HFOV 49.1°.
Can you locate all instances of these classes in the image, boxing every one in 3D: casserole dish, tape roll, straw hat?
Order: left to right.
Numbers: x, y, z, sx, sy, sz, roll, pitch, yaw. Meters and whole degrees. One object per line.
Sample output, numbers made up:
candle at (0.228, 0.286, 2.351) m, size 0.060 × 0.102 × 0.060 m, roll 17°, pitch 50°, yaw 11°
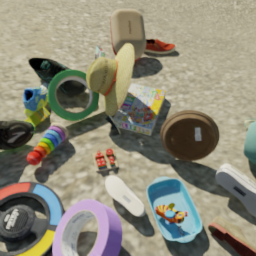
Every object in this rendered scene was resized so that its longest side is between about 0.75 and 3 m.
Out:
tape roll at (-2.113, -1.252, 10.851) m, size 1.955 × 0.470 × 1.955 m, roll 2°, pitch 85°, yaw -19°
tape roll at (-1.070, 2.849, 7.241) m, size 1.870 × 0.614 × 1.870 m, roll -22°, pitch 48°, yaw 28°
straw hat at (-0.913, -1.945, 10.519) m, size 1.203 × 2.842 × 2.842 m, roll 13°, pitch 44°, yaw -24°
casserole dish at (1.322, 2.444, 8.376) m, size 1.276 × 0.409 × 2.107 m, roll -12°, pitch 50°, yaw -11°

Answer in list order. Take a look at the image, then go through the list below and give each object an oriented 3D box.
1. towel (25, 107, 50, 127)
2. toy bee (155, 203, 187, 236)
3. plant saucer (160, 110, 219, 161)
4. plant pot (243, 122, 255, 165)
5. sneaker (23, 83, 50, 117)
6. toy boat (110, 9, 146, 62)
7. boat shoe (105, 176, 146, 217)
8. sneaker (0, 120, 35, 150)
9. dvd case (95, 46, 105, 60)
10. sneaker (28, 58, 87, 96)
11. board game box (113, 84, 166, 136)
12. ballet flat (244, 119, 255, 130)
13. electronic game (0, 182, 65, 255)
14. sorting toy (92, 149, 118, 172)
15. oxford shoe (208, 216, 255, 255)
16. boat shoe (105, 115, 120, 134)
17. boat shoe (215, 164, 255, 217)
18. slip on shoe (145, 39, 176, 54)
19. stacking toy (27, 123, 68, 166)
towel at (-3.588, -0.306, 10.769) m, size 1.162 × 0.105 × 0.500 m, roll -41°, pitch 72°, yaw -16°
toy bee at (1.345, 2.542, 7.965) m, size 0.635 × 0.764 × 1.168 m, roll -20°, pitch 49°, yaw -29°
plant saucer at (2.017, 0.336, 9.243) m, size 1.939 × 1.939 × 0.286 m, roll 8°, pitch 29°, yaw 7°
plant pot at (4.704, 0.540, 9.227) m, size 1.476 × 1.839 × 1.839 m, roll 14°, pitch 48°, yaw 32°
sneaker at (-3.646, -1.381, 11.339) m, size 0.757 × 1.050 × 1.998 m, roll 6°, pitch 49°, yaw 6°
toy boat at (-0.083, -4.374, 13.703) m, size 1.648 × 1.651 × 2.525 m, roll -3°, pitch 80°, yaw -11°
boat shoe at (-0.059, 2.096, 8.589) m, size 1.598 × 0.548 × 0.575 m, roll 33°, pitch 77°, yaw 27°
sneaker at (-4.682, 0.227, 9.438) m, size 2.955 × 1.238 × 1.134 m, roll -3°, pitch 87°, yaw -19°
dvd case at (-1.244, -2.813, 12.053) m, size 0.178 × 1.180 × 1.616 m, roll 1°, pitch 25°, yaw -17°
sneaker at (-3.008, -2.210, 11.852) m, size 2.944 × 1.167 × 1.110 m, roll 22°, pitch 81°, yaw 22°
board game box at (0.502, -0.803, 11.261) m, size 1.531 × 0.390 × 2.277 m, roll 14°, pitch 50°, yaw 13°
ballet flat at (5.193, -0.086, 10.676) m, size 1.494 × 0.504 × 0.466 m, roll 1°, pitch 76°, yaw 6°
electronic game at (-3.165, 2.724, 8.020) m, size 2.670 × 0.556 × 2.670 m, roll 0°, pitch 49°, yaw 0°
sorting toy at (-0.803, 1.061, 9.685) m, size 0.775 × 0.270 × 0.770 m, roll -10°, pitch 49°, yaw -9°
oxford shoe at (3.074, 3.030, 7.755) m, size 1.635 × 0.576 × 0.611 m, roll 34°, pitch 51°, yaw 25°
boat shoe at (-0.580, -0.070, 10.477) m, size 0.275 × 0.829 × 0.310 m, roll -31°, pitch 20°, yaw -1°
boat shoe at (3.638, 1.923, 8.508) m, size 2.124 × 0.764 × 0.698 m, roll 38°, pitch 42°, yaw 15°
slip on shoe at (1.477, -4.173, 14.139) m, size 1.931 × 0.591 × 0.715 m, roll 8°, pitch 47°, yaw 5°
stacking toy at (-2.833, 0.616, 9.746) m, size 0.731 × 0.731 × 1.713 m, roll 20°, pitch 51°, yaw 17°
